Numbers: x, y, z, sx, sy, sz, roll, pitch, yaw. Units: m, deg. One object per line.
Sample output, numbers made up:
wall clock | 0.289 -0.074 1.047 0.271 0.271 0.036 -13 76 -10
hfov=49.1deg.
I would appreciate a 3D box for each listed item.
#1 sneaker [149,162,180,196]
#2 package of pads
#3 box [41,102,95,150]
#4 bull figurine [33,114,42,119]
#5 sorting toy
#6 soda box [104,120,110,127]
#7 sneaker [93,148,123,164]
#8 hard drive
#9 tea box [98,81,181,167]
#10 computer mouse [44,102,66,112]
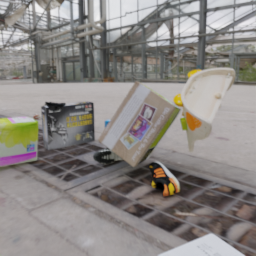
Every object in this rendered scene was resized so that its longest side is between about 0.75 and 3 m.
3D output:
sneaker | 0.889 1.476 8.240 0.640 0.497 1.422 -18 32 -23
package of pads | -4.251 0.470 9.840 2.115 1.634 0.721 -9 23 -42
box | -2.653 -0.153 12.623 2.354 1.864 0.569 -10 16 -36
bull figurine | -5.964 -0.730 18.392 0.532 0.285 0.876 -1 14 -6
sorting toy | 2.399 -0.415 9.394 1.396 2.352 2.613 18 52 23
soda box | -0.666 -0.180 15.826 1.295 0.416 0.439 5 14 24
sneaker | -0.717 1.008 10.713 1.636 0.544 0.740 -6 12 -39
hard drive | 1.242 2.522 4.927 1.855 0.244 1.223 -8 16 -29
tea box | 0.499 -0.132 9.577 1.528 2.286 2.249 36 9 11
computer mouse | -2.467 -0.687 9.312 0.666 0.253 0.961 1 -2 -21
